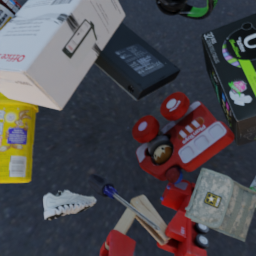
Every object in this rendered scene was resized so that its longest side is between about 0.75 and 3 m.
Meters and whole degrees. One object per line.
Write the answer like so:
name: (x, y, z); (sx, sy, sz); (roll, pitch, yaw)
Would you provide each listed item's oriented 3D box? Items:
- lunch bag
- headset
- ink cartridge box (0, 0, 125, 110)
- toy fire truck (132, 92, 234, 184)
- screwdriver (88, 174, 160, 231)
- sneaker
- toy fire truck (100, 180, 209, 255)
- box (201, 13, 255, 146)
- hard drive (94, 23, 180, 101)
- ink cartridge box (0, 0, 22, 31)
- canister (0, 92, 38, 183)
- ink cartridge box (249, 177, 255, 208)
lunch bag: (1.387, 1.144, 4.245); (0.964, 0.567, 0.791); (26, 80, -17)
headset: (1.060, -3.861, 7.905); (2.872, 1.774, 1.349); (33, 84, 22)
ink cartridge box: (-1.681, -1.911, 6.108); (2.046, 1.182, 2.803); (13, 64, 36)
toy fire truck: (1.165, 0.346, 6.648); (2.206, 1.237, 1.852); (-40, 32, 13)
screwdriver: (-0.149, 1.376, 5.254); (0.382, 0.398, 2.736); (-31, 24, -21)
sneaker: (-1.312, 1.682, 6.424); (0.525, 1.398, 0.567); (-37, 64, 31)
toy fire truck: (0.635, 1.991, 5.812); (1.953, 0.675, 2.769); (22, 34, -2)
box: (3.256, -1.250, 7.103); (2.003, 1.676, 2.697); (-19, 61, 13)
hard drive: (-0.092, -2.175, 8.312); (2.873, 0.472, 2.005); (44, 48, 15)
ink cartridge box: (-3.094, -2.415, 6.716); (0.663, 1.581, 1.388); (32, 85, 32)
canister: (-3.076, 0.268, 6.843); (1.553, 0.905, 2.092); (0, 75, -3)
ink cartridge box: (3.262, 1.315, 6.355); (1.029, 0.755, 0.428); (-31, 92, -46)
